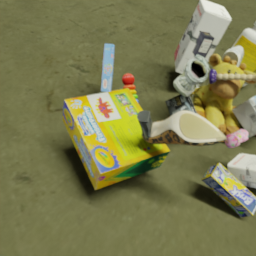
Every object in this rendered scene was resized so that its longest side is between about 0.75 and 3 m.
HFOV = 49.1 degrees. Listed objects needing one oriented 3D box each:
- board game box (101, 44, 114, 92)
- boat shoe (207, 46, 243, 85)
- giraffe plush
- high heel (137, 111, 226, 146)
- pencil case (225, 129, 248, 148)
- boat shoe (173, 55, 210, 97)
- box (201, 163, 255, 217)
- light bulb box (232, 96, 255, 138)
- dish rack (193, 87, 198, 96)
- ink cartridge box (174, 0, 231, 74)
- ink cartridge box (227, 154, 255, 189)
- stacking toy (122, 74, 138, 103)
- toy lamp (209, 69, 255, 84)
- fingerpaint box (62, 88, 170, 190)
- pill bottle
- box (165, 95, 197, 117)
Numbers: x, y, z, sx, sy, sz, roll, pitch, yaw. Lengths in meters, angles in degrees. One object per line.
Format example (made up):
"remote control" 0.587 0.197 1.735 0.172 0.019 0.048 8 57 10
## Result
"board game box" -0.800 -2.331 10.769 0.399 1.648 2.179 4 14 -7
"boat shoe" 4.011 -2.251 11.570 0.904 2.510 0.860 34 53 26
"giraffe plush" 3.417 -1.282 10.209 2.415 2.270 2.799 10 46 -14
"high heel" 1.335 0.192 7.126 2.156 1.537 0.770 14 70 19
"pencil case" 3.180 0.313 8.185 0.432 0.432 0.987 31 27 30
"boat shoe" 2.286 -1.867 9.390 0.904 0.787 2.453 46 43 0
"box" 2.910 1.778 7.958 1.595 0.513 0.559 44 60 0
"light bulb box" 4.512 -0.464 9.941 1.185 0.740 1.175 -23 80 -42
"dish rack" 2.823 -1.859 12.886 0.883 0.224 1.029 6 43 6
"ink cartridge box" 3.034 -3.774 11.906 1.144 2.713 1.964 19 37 -7
"ink cartridge box" 3.917 1.312 8.399 1.486 0.615 1.089 6 22 44
"stacking toy" 0.052 -1.206 10.856 0.757 1.772 0.757 -8 2 0
"toy lamp" 3.629 -1.604 8.959 1.949 0.567 0.567 7 41 25
"fingerpaint box" -0.460 0.210 8.488 2.255 0.992 2.703 -15 57 -28
"pill bottle" 5.357 -3.351 12.320 1.545 2.776 1.545 20 34 -14
"box" 1.830 -0.609 9.566 0.849 0.268 1.077 -23 61 17
